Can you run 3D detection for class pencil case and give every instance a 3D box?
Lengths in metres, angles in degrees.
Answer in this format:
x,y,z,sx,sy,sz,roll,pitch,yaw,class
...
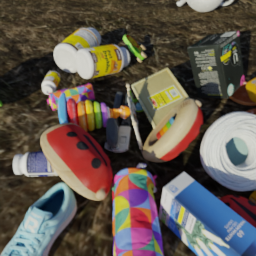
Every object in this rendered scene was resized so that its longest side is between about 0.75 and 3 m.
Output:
x,y,z,sx,sy,sz,roll,pitch,yaw,class
-2.238,-1.221,10.964,1.810,0.800,0.800,-15,44,-17,pencil case
0.231,2.274,6.766,1.272,1.272,2.878,-1,43,-1,pencil case

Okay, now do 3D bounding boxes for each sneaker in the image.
x,y,z,sx,sy,sz,roll,pitch,yaw,class
-2.259,2.438,6.582,1.053,1.167,2.849,14,44,17,sneaker

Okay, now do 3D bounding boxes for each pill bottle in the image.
x,y,z,sx,sy,sz,roll,pitch,yaw,class
-3.269,-1.885,11.807,0.598,0.598,1.095,3,43,3,pill bottle
-2.705,1.085,8.404,1.285,0.744,0.744,-2,42,-2,pill bottle
-1.072,-2.959,12.345,2.309,1.261,1.261,-22,45,-37,pill bottle
-2.294,-3.799,13.322,1.412,1.412,2.585,15,44,16,pill bottle

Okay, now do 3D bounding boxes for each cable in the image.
x,y,z,sx,sy,sz,roll,pitch,yaw,class
3.108,0.642,7.882,2.184,2.184,0.756,12,-1,-5,cable

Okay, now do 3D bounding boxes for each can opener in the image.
x,y,z,sx,sy,sz,roll,pitch,yaw,class
-0.267,-0.401,9.850,0.785,0.984,2.942,4,47,4,can opener

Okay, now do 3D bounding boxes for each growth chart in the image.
x,y,z,sx,sy,sz,roll,pitch,yaw,class
0.206,-0.344,9.401,0.171,1.397,1.930,-13,50,5,growth chart

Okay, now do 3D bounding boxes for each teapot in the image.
x,y,z,sx,sy,sz,roll,pitch,yaw,class
5.074,-8.644,18.392,2.714,2.009,2.750,-41,73,-4,teapot

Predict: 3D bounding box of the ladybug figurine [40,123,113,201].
x,y,z,sx,sy,sz,roll,pitch,yaw,class
-1.337,0.808,7.846,1.029,1.942,2.862,-50,56,8,ladybug figurine

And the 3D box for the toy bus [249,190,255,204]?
x,y,z,sx,sy,sz,roll,pitch,yaw,class
3.770,2.076,7.594,0.290,0.349,0.891,-27,48,-28,toy bus

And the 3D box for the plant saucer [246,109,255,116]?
x,y,z,sx,sy,sz,roll,pitch,yaw,class
5.156,-0.131,9.606,2.401,0.387,2.401,-5,24,2,plant saucer

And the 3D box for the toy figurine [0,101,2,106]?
x,y,z,sx,sy,sz,roll,pitch,yaw,class
-6.496,-1.249,10.470,2.580,2.105,2.804,-31,28,-18,toy figurine

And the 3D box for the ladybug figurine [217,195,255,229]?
x,y,z,sx,sy,sz,roll,pitch,yaw,class
2.985,2.356,7.032,1.282,0.680,1.889,-30,50,-29,ladybug figurine

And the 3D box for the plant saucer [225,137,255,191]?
x,y,z,sx,sy,sz,roll,pitch,yaw,class
3.504,0.797,8.405,2.130,0.410,2.130,-2,81,11,plant saucer

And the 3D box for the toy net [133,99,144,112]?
x,y,z,sx,sy,sz,roll,pitch,yaw,class
0.857,-0.999,11.050,1.346,0.260,0.706,-11,34,-8,toy net

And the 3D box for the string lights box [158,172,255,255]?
x,y,z,sx,sy,sz,roll,pitch,yaw,class
1.975,2.422,6.421,0.801,1.397,2.718,-30,50,-29,string lights box

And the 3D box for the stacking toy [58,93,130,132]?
x,y,z,sx,sy,sz,roll,pitch,yaw,class
-1.103,-0.443,9.612,2.417,1.327,1.403,-7,59,-9,stacking toy

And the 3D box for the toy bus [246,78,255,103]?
x,y,z,sx,sy,sz,roll,pitch,yaw,class
5.326,-0.999,9.618,1.097,0.912,2.803,-29,29,5,toy bus

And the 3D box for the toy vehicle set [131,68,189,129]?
x,y,z,sx,sy,sz,roll,pitch,yaw,class
1.300,-1.001,10.287,1.603,0.342,2.580,-25,53,1,toy vehicle set

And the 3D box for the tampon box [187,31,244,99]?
x,y,z,sx,sy,sz,roll,pitch,yaw,class
3.530,-2.453,11.050,1.354,2.144,1.607,9,38,45,tampon box

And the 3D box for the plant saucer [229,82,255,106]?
x,y,z,sx,sy,sz,roll,pitch,yaw,class
4.820,-1.393,11.533,1.544,0.249,1.544,1,41,0,plant saucer

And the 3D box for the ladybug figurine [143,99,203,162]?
x,y,z,sx,sy,sz,roll,pitch,yaw,class
1.409,0.169,8.476,0.878,2.442,1.657,34,30,-12,ladybug figurine

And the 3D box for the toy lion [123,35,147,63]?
x,y,z,sx,sy,sz,roll,pitch,yaw,class
0.281,-3.973,13.672,1.298,0.465,1.354,33,32,-25,toy lion
